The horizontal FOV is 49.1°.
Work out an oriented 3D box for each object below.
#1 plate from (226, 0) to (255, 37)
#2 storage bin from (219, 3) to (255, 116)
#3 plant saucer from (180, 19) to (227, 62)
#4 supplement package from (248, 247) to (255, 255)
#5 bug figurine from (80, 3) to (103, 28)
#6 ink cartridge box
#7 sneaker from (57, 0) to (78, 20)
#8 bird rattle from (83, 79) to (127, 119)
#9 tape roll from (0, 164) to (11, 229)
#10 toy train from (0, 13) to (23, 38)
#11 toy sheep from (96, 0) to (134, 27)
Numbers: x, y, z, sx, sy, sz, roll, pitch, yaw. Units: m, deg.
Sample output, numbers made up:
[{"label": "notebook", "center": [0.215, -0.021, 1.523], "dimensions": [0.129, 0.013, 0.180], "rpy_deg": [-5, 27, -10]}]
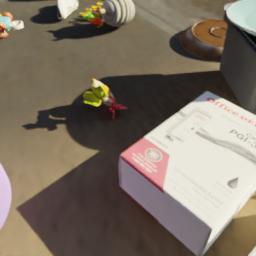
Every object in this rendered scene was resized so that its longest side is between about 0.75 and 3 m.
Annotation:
[{"label": "plate", "center": [3.769, -2.550, 6.696], "dimensions": [2.785, 0.356, 2.785], "rpy_deg": [-2, 41, 1]}, {"label": "storage bin", "center": [3.759, -1.842, 7.608], "dimensions": [2.177, 2.009, 2.991], "rpy_deg": [-4, 46, -5]}, {"label": "plant saucer", "center": [3.337, -3.313, 10.215], "dimensions": [2.834, 0.455, 2.834], "rpy_deg": [0, 46, 0]}, {"label": "supplement package", "center": [2.967, 2.099, 4.182], "dimensions": [2.248, 1.247, 1.751], "rpy_deg": [-31, 53, -27]}, {"label": "bug figurine", "center": [-1.171, -4.719, 11.629], "dimensions": [1.282, 0.425, 1.653], "rpy_deg": [25, 53, 29]}, {"label": "ink cartridge box", "center": [1.513, 0.676, 5.661], "dimensions": [2.830, 1.171, 2.073], "rpy_deg": [-35, 54, -30]}, {"label": "sneaker", "center": [-2.593, -5.216, 11.979], "dimensions": [0.786, 0.728, 1.938], "rpy_deg": [6, 45, -6]}, {"label": "bird rattle", "center": [-0.577, -0.840, 7.255], "dimensions": [1.174, 0.662, 0.957], "rpy_deg": [20, 36, -41]}, {"label": "tape roll", "center": [-3.745, 1.252, 5.080], "dimensions": [2.818, 1.197, 2.818], "rpy_deg": [-1, 45, 1]}, {"label": "toy train", "center": [-5.085, -3.136, 9.864], "dimensions": [2.713, 0.754, 2.038], "rpy_deg": [-31, 54, -24]}, {"label": "toy sheep", "center": [-0.477, -4.499, 10.708], "dimensions": [1.307, 1.307, 1.896], "rpy_deg": [33, 44, 29]}]
